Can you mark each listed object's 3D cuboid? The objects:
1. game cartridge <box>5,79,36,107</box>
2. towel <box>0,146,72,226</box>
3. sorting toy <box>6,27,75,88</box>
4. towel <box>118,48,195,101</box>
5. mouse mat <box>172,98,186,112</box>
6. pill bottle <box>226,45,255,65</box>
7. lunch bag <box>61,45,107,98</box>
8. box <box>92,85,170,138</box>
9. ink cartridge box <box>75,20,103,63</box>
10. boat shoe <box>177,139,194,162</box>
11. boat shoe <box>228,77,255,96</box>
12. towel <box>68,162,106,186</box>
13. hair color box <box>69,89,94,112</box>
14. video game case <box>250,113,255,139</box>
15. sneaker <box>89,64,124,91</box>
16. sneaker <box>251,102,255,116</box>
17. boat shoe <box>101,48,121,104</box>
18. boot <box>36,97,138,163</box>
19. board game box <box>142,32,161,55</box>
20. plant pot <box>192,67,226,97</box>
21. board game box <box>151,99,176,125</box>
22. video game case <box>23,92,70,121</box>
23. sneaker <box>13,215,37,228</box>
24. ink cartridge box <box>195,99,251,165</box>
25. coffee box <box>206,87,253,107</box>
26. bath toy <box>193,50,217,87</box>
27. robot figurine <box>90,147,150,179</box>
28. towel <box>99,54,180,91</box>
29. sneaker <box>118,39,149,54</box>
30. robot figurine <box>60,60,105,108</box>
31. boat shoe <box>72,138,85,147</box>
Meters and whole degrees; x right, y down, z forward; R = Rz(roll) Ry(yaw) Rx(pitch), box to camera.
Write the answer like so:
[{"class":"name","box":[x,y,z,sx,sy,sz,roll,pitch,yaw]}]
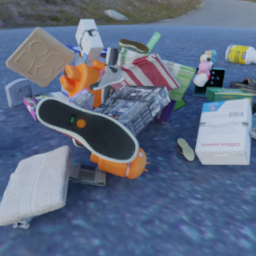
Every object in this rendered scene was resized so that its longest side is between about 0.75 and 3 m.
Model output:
[{"class":"game cartridge","box":[-4.994,-1.705,13.041,0.326,1.062,1.595,13,28,21]},{"class":"towel","box":[-2.106,1.234,6.646,1.474,0.383,2.224,-19,29,2]},{"class":"sorting toy","box":[-3.362,-2.674,10.860,1.856,2.006,0.366,31,27,-43]},{"class":"towel","box":[0.772,-1.614,8.750,2.270,1.694,0.348,14,64,0]},{"class":"mouse mat","box":[1.186,-1.440,10.897,0.078,2.069,1.665,-47,9,-25]},{"class":"pill bottle","box":[8.362,-5.278,20.327,2.204,1.234,1.234,21,32,38]},{"class":"lunch bag","box":[-1.440,-2.439,12.750,2.715,2.308,1.681,-6,28,-38]},{"class":"box","box":[-0.091,-0.460,7.965,1.691,0.534,2.145,10,43,42]},{"class":"ink cartridge box","box":[-1.503,-3.311,10.716,0.549,0.951,1.311,-10,71,-28]},{"class":"boat shoe","box":[1.795,0.732,8.761,0.332,0.284,0.907,-12,43,-13]},{"class":"boat shoe","box":[6.093,-2.073,14.079,2.246,0.823,0.837,-9,27,-17]},{"class":"towel","box":[-1.134,1.249,7.488,1.083,0.194,1.125,12,11,-6]},{"class":"hair color box","box":[-1.542,-0.556,9.158,0.429,1.323,0.723,38,54,16]},{"class":"video game case","box":[5.141,-0.043,9.622,1.698,0.221,1.866,-37,44,-16]},{"class":"sneaker","box":[-0.603,-1.319,7.056,0.937,0.541,0.352,-21,26,-12]},{"class":"sneaker","box":[4.401,-0.460,10.907,2.264,0.829,0.927,0,34,20]},{"class":"boat shoe","box":[-0.495,-1.764,10.059,0.723,2.538,0.849,4,-18,3]},{"class":"boot","box":[-0.906,0.059,6.932,2.452,0.888,1.769,27,-4,-2]},{"class":"board game box","box":[0.624,-2.974,11.438,0.262,1.799,1.211,35,1,-6]},{"class":"plant pot","box":[4.223,-2.418,14.310,1.399,1.400,1.981,10,19,20]},{"class":"board game box","box":[0.773,-1.219,10.143,1.959,2.370,0.672,16,56,4]},{"class":"video game case","box":[-3.294,-1.008,12.242,2.058,0.407,2.271,-10,27,-29]},{"class":"sneaker","box":[-2.164,1.951,6.254,0.844,0.317,0.485,-13,29,-15]},{"class":"ink cartridge box","box":[2.808,0.117,8.141,1.335,0.783,1.823,-3,52,31]},{"class":"coffee box","box":[3.920,-1.242,11.063,1.369,0.490,2.227,4,15,7]},{"class":"bath toy","box":[2.344,-1.813,8.477,0.470,0.553,1.272,-23,32,52]},{"class":"robot figurine","box":[-0.201,0.846,7.712,1.595,1.147,0.930,16,61,7]},{"class":"towel","box":[0.330,-1.461,8.611,2.107,1.518,0.240,-9,55,37]},{"class":"sneaker","box":[0.153,-2.676,9.567,1.070,0.480,0.359,15,57,-9]},{"class":"robot figurine","box":[-1.371,-1.619,11.113,2.544,1.830,1.484,18,-12,-38]},{"class":"boat shoe","box":[-0.998,0.093,9.454,0.581,0.712,1.926,-5,14,44]}]
